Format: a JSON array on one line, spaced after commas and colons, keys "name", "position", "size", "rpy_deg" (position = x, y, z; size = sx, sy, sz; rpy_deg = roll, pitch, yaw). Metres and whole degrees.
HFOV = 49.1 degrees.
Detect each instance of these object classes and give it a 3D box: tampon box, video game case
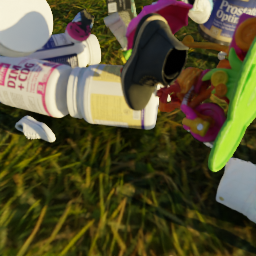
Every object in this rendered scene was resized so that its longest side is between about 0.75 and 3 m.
[{"name": "tampon box", "position": [-0.128, -2.753, 6.578], "size": [0.549, 0.869, 0.651], "rpy_deg": [-7, 79, 9]}, {"name": "video game case", "position": [0.848, -2.031, 7.318], "size": [0.207, 1.648, 2.301], "rpy_deg": [-7, 44, 11]}]

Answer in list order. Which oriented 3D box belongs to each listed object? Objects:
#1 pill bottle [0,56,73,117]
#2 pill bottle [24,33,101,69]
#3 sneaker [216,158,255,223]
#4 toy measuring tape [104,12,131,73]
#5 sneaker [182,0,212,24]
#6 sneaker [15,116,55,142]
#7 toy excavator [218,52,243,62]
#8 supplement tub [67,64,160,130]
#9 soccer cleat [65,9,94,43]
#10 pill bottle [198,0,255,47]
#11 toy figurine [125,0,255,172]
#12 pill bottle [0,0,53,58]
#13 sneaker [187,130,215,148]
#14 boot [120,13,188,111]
[{"name": "pill bottle", "position": [-3.126, -1.365, 8.682], "size": [2.792, 1.583, 1.583], "rpy_deg": [13, 41, 16]}, {"name": "pill bottle", "position": [-2.454, -2.679, 10.346], "size": [2.678, 1.487, 1.487], "rpy_deg": [-16, 42, -19]}, {"name": "sneaker", "position": [3.108, 0.961, 6.271], "size": [1.686, 1.075, 2.917], "rpy_deg": [24, 37, 36]}, {"name": "toy measuring tape", "position": [0.146, -1.270, 5.525], "size": [0.867, 2.358, 0.867], "rpy_deg": [-4, 76, 15]}, {"name": "sneaker", "position": [1.636, -3.188, 7.047], "size": [0.743, 1.983, 0.859], "rpy_deg": [4, 73, 26]}, {"name": "sneaker", "position": [-2.593, 0.120, 7.794], "size": [1.454, 0.531, 0.515], "rpy_deg": [22, 53, 37]}, {"name": "toy excavator", "position": [4.286, -2.914, 11.324], "size": [0.523, 1.019, 1.048], "rpy_deg": [-32, 77, -32]}, {"name": "supplement tub", "position": [-0.353, -0.913, 8.005], "size": [2.390, 1.737, 1.737], "rpy_deg": [7, 40, 8]}, {"name": "soccer cleat", "position": [-1.609, -3.074, 9.012], "size": [0.709, 0.877, 2.031], "rpy_deg": [35, 37, -19]}, {"name": "pill bottle", "position": [3.295, -4.054, 8.386], "size": [1.597, 2.856, 1.597], "rpy_deg": [5, 49, -6]}, {"name": "toy figurine", "position": [0.856, -0.913, 4.119], "size": [2.174, 2.362, 1.773], "rpy_deg": [29, 13, 31]}, {"name": "pill bottle", "position": [-1.990, -1.736, 4.607], "size": [1.101, 1.101, 1.902], "rpy_deg": [-25, 27, -27]}, {"name": "sneaker", "position": [2.204, 0.033, 7.702], "size": [0.567, 0.667, 1.463], "rpy_deg": [-30, 49, -31]}, {"name": "boot", "position": [0.249, -0.522, 3.077], "size": [0.463, 1.194, 0.826], "rpy_deg": [-6, 40, -16]}]
